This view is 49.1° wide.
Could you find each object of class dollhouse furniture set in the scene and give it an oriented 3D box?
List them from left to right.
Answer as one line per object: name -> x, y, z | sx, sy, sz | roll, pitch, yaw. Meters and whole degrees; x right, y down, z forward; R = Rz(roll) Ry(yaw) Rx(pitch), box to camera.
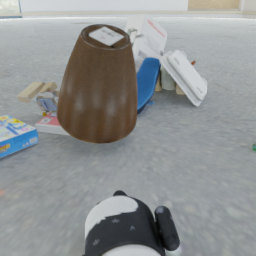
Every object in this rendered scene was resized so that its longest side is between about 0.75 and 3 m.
dollhouse furniture set -> -2.364, -0.655, 7.870 | 1.016, 1.076, 0.702 | 7, 47, 34

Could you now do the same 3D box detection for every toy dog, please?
toy dog -> 1.743, -2.343, 11.071 | 1.881, 1.373, 2.851 | -1, 26, -2

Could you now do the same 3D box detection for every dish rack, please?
dish rack -> 2.036, -1.832, 9.589 | 0.441, 2.026, 1.739 | -35, 8, 32

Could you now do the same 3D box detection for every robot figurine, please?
robot figurine -> -0.049, 1.543, 3.565 | 0.996, 1.199, 1.596 | 12, 23, -15

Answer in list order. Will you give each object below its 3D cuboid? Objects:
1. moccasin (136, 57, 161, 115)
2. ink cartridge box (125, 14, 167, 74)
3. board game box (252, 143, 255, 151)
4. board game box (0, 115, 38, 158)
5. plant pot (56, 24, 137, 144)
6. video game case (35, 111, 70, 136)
moccasin -> 0.562, -1.238, 9.163 | 1.024, 0.868, 2.546 | 20, 56, 18
ink cartridge box -> 0.536, -2.990, 10.835 | 0.910, 2.167, 1.577 | 11, -7, 40
board game box -> 3.593, 0.354, 6.707 | 1.056, 0.154, 0.711 | -19, 16, -34
board game box -> -3.176, 0.215, 6.737 | 1.381, 0.394, 1.410 | 19, 30, 34
plant pot -> -0.593, -1.069, 6.144 | 1.957, 2.094, 1.957 | 6, 45, -6
video game case -> -1.245, -0.477, 8.540 | 1.966, 0.240, 2.750 | 6, 26, 12
